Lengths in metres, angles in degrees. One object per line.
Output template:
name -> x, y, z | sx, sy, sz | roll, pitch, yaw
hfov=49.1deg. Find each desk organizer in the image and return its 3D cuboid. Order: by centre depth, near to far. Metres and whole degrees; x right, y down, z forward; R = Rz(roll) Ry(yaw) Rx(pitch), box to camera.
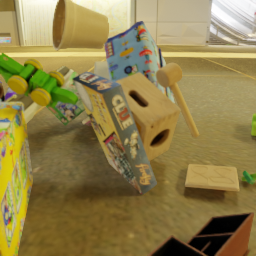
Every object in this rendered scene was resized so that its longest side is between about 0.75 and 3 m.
desk organizer -> 0.854, 1.509, 3.288 | 0.595, 0.639, 1.660 | 18, 27, 40

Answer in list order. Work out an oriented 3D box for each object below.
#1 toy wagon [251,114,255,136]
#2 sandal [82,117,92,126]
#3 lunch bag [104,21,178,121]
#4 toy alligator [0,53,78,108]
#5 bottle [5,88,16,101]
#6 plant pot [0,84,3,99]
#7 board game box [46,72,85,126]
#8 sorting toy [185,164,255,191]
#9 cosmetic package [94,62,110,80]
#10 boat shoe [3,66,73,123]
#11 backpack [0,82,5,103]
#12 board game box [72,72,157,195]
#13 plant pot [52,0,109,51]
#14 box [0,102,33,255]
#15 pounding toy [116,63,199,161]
toy wagon -> 4.309, 0.056, 7.519 | 1.803, 0.460, 2.324 | 8, 21, 22
sandal -> -1.065, -0.198, 8.473 | 0.428, 0.259, 1.053 | -31, -2, 22
lunch bag -> 0.645, -1.301, 8.039 | 1.268, 2.029, 2.695 | -20, -22, 25
toy alligator -> -1.705, -0.788, 4.465 | 1.930, 0.524, 0.572 | 28, 51, -6
bottle -> -3.962, -1.069, 10.165 | 0.934, 0.730, 2.237 | -15, 24, -11
plant pot -> -4.839, -1.389, 7.981 | 1.721, 1.738, 1.738 | 51, 38, 10
board game box -> -1.774, -0.957, 8.645 | 1.153, 0.250, 1.714 | 44, 44, -2
sorting toy -> 1.823, 0.986, 5.356 | 1.371, 0.202, 1.013 | 2, 15, 16
cosmetic package -> -0.516, -0.970, 8.289 | 0.829, 0.982, 1.900 | -3, 58, -10
boat shoe -> -2.426, -0.951, 7.426 | 2.469, 0.738, 0.882 | -52, 8, -30
backpack -> -5.197, -1.076, 9.572 | 1.633, 1.203, 1.789 | -4, 22, -12
board game box -> -0.253, 0.069, 5.152 | 0.359, 2.078, 1.408 | -31, 31, -17
plant pot -> -1.005, -2.162, 6.050 | 1.016, 1.110, 1.110 | 1, 17, -29
box -> -2.896, 0.780, 3.793 | 2.695, 1.644, 2.595 | -4, 21, -10
pounding toy -> 0.377, -0.244, 5.499 | 0.993, 2.170, 1.907 | -27, 57, -25
